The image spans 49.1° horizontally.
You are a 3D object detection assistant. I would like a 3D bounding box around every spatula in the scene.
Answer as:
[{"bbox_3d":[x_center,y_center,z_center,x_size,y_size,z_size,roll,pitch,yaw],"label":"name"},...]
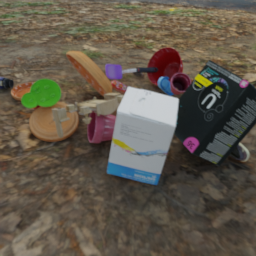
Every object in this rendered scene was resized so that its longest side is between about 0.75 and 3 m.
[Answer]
[{"bbox_3d":[0.209,-2.971,14.645,2.785,0.787,0.286,-4,-4,-6],"label":"spatula"}]

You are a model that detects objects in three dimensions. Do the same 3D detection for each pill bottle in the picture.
[{"bbox_3d":[-6.488,-2.312,14.428,1.045,0.584,0.584,5,35,8],"label":"pill bottle"}]

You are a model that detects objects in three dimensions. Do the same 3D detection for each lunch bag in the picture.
[{"bbox_3d":[-0.451,-1.955,13.446,0.849,0.348,0.748,27,-7,-20],"label":"lunch bag"}]

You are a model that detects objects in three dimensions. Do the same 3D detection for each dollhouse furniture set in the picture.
[{"bbox_3d":[-1.224,-0.415,10.468,2.755,1.220,1.428,-21,21,-40],"label":"dollhouse furniture set"}]

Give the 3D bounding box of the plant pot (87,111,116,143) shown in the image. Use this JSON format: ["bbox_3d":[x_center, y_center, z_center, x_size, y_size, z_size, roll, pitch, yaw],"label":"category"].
[{"bbox_3d":[-0.856,-0.031,10.683,1.137,1.270,1.270,4,32,-22],"label":"plant pot"}]

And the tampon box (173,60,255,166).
[{"bbox_3d":[2.917,-0.483,9.551,1.709,2.707,2.029,25,17,-37],"label":"tampon box"}]

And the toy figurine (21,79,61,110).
[{"bbox_3d":[-3.679,-1.128,11.887,1.621,1.492,1.217,-33,86,-22],"label":"toy figurine"}]

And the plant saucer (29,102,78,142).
[{"bbox_3d":[-2.986,-0.320,11.277,1.944,0.314,1.944,2,53,-2],"label":"plant saucer"}]

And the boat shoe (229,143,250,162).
[{"bbox_3d":[3.581,0.537,10.069,0.557,0.619,1.720,9,34,-45],"label":"boat shoe"}]

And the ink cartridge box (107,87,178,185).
[{"bbox_3d":[0.455,0.238,8.933,1.718,2.375,1.749,14,35,3],"label":"ink cartridge box"}]

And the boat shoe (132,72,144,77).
[{"bbox_3d":[0.570,-3.131,15.884,0.852,0.322,0.306,34,43,27],"label":"boat shoe"}]

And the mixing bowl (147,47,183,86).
[{"bbox_3d":[2.108,-3.051,14.678,2.008,2.008,1.088,32,11,38],"label":"mixing bowl"}]

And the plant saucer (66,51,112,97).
[{"bbox_3d":[-1.681,-2.487,12.877,0.524,2.802,2.802,-45,47,-5],"label":"plant saucer"}]

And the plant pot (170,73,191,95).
[{"bbox_3d":[2.290,-1.912,12.664,0.917,0.821,0.917,1,77,-6],"label":"plant pot"}]

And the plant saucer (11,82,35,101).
[{"bbox_3d":[-4.866,-1.787,13.938,1.775,0.286,1.775,1,35,-1],"label":"plant saucer"}]

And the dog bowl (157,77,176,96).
[{"bbox_3d":[1.847,-2.024,13.486,0.282,1.137,0.633,25,83,51],"label":"dog bowl"}]
